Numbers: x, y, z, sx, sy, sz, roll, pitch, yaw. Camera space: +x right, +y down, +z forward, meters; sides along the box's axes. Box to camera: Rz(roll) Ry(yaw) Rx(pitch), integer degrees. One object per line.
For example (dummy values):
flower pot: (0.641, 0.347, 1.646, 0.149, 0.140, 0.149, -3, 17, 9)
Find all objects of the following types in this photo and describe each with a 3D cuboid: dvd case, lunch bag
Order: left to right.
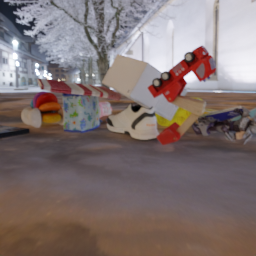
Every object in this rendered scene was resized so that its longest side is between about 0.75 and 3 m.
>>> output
dvd case: (-4.898, 0.127, 10.053, 2.193, 0.192, 1.564, 5, 10, 29)
lunch bag: (-1.689, -0.662, 10.860, 1.105, 1.475, 1.735, 6, 12, 29)

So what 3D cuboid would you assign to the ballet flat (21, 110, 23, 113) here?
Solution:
ballet flat: (-5.342, -0.879, 15.337, 0.444, 0.444, 1.214, 5, 11, 28)

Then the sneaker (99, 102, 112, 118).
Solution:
sneaker: (-1.344, -1.007, 14.781, 1.147, 0.826, 2.195, -8, 7, -15)

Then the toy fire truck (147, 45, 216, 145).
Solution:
toy fire truck: (1.515, -0.809, 7.760, 2.557, 1.803, 0.623, -36, -1, 38)

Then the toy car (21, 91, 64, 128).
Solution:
toy car: (-3.550, -0.829, 11.945, 1.683, 1.442, 1.923, -8, 13, -38)

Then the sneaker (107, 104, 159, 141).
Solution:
sneaker: (0.134, -0.326, 9.979, 1.054, 1.143, 2.859, -8, 11, -33)

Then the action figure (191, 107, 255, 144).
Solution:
action figure: (3.255, -0.071, 9.100, 2.264, 0.786, 1.473, -2, 26, 47)

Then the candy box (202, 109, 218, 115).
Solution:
candy box: (4.305, -0.819, 15.238, 1.230, 0.318, 2.406, -6, 10, -16)

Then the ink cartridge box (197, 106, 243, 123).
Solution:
ink cartridge box: (3.892, -0.503, 11.795, 1.858, 0.378, 1.862, -13, 4, 20)

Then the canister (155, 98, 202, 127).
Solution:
canister: (2.245, -0.720, 11.834, 1.470, 0.856, 1.979, 4, 19, 33)

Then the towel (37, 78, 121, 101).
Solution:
towel: (-1.868, -1.409, 10.374, 2.790, 0.317, 2.010, 4, 14, -23)

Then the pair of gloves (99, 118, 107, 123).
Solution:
pair of gloves: (-1.134, -0.364, 13.068, 1.400, 0.160, 1.126, -1, 10, 0)

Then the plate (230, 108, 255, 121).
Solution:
plate: (4.661, -0.468, 10.936, 2.436, 0.311, 2.436, -24, -9, -4)

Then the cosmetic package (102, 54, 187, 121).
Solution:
cosmetic package: (0.574, -1.554, 10.496, 2.188, 1.345, 2.182, 24, 7, -37)
